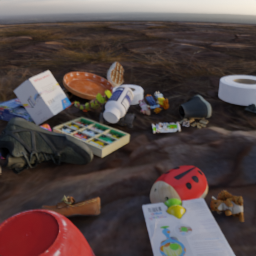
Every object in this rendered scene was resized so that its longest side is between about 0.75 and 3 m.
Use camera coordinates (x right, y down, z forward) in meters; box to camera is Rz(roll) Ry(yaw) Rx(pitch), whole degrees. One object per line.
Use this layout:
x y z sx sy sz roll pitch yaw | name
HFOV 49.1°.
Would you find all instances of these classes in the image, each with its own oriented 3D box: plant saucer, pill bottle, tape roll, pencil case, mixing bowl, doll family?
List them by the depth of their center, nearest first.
-1.756 2.378 5.113 2.362 1.279 2.362 0 27 0 | mixing bowl
-3.505 0.448 9.485 1.861 0.822 0.822 -17 31 -30 | pencil case
-0.405 -0.905 11.011 0.824 0.824 1.484 11 49 20 | pill bottle
1.233 -1.075 12.341 1.520 0.685 0.944 -17 63 -28 | doll family
5.797 -1.886 13.847 2.503 0.875 2.503 0 24 0 | tape roll
-0.009 -1.651 13.890 1.516 0.530 1.516 -1 26 0 | tape roll
-2.004 -2.096 14.279 2.618 0.423 2.618 13 31 -8 | plant saucer

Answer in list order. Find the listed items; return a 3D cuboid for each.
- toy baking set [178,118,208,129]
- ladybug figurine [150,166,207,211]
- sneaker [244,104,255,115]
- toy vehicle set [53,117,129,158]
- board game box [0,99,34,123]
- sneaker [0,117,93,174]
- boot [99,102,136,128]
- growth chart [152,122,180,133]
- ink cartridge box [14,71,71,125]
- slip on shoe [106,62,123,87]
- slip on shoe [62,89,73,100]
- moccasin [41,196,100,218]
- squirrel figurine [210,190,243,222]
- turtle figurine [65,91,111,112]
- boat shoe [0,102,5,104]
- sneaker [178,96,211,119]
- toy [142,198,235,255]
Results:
2.655 -0.283 11.603 1.299 0.151 0.997 7 28 13 | toy baking set
1.385 1.526 7.449 1.875 0.674 1.272 -24 35 -39 | ladybug figurine
5.581 -0.826 12.341 0.296 0.444 0.775 33 1 -40 | sneaker
-1.353 0.264 10.186 2.397 0.318 1.490 20 29 31 | toy vehicle set
-4.461 -0.861 12.258 1.911 0.589 1.910 12 30 22 | board game box
-2.556 0.818 8.365 2.833 1.083 1.623 21 46 -4 | sneaker
-0.402 -0.500 11.690 1.479 0.588 1.699 4 34 1 | boot
1.503 -0.015 11.122 1.171 0.104 0.847 -3 27 -4 | growth chart
-3.464 -1.216 11.376 1.201 1.660 1.222 -25 12 34 | ink cartridge box
-0.898 -3.012 16.354 0.812 1.019 2.681 -34 27 24 | slip on shoe
-3.134 -1.492 13.508 0.517 0.648 1.705 -1 19 11 | slip on shoe
-1.376 1.876 6.756 1.396 0.539 0.511 -4 -6 2 | moccasin
2.444 1.916 7.000 0.740 0.561 0.793 -3 11 16 | squirrel figurine
-1.542 -1.037 12.190 2.067 0.666 1.667 -11 -7 -40 | turtle figurine
-6.295 -0.934 12.225 2.302 0.746 0.828 -9 28 -18 | boat shoe
2.583 -0.911 11.853 1.134 0.798 2.134 -4 13 -5 | sneaker
1.222 2.491 5.631 1.509 0.619 2.621 -5 27 -5 | toy
